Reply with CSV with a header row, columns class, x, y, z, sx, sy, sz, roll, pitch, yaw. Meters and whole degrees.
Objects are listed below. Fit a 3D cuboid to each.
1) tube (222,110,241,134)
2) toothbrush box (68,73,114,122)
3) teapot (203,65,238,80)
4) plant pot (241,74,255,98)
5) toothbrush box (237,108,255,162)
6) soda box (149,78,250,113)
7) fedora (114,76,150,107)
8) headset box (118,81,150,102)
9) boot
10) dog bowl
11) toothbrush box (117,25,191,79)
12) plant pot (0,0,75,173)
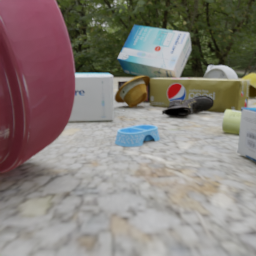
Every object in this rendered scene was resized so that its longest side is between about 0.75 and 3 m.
class,x,y,z,sx,sy,sz,roll,pitch,yaw
tube,2.641,0.002,5.111,1.739,0.505,0.452,9,-25,28
toothbrush box,-1.383,-0.922,7.655,1.899,1.107,2.594,-2,11,-7
teapot,3.627,-1.696,10.708,1.074,1.470,1.451,-8,10,-35
plant pot,5.363,-1.916,12.187,1.037,0.736,1.037,34,-10,7
toothbrush box,2.483,0.137,3.591,1.643,0.701,1.203,-2,12,-11
soda box,2.173,-1.088,8.898,2.970,0.951,1.006,8,14,37
fedora,0.232,-1.085,9.074,1.392,0.568,1.392,-28,-17,-9
headset box,0.767,-1.534,11.471,1.502,0.780,2.019,-10,14,-39
boot,1.638,-0.517,7.531,1.378,0.477,1.199,-7,12,13
dog bowl,0.170,0.119,4.876,0.511,0.227,0.916,11,17,43
toothbrush box,1.005,-2.758,10.480,2.255,1.651,0.962,19,-16,23
plant pot,-2.195,-0.409,2.471,2.629,2.629,2.353,7,29,32
